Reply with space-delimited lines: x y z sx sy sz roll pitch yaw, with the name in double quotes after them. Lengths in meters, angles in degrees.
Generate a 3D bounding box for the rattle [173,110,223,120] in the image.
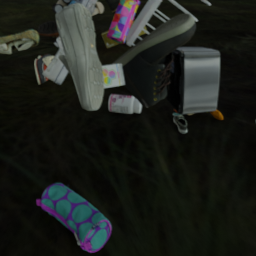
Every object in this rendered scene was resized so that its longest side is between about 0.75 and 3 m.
2.314 -0.421 9.447 1.426 1.018 0.928 -24 -2 -33 "rattle"

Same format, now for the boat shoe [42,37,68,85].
-1.979 -2.577 8.945 0.775 2.371 0.872 26 2 -20 "boat shoe"

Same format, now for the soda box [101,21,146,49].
-0.164 -3.712 10.980 1.697 0.575 0.543 -22 22 -1 "soda box"

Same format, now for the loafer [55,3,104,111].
-0.970 -1.340 5.513 0.726 2.079 0.727 -10 -2 20 "loafer"

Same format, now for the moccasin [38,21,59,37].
-2.570 -3.731 10.652 1.682 0.649 0.615 -11 76 -2 "moccasin"

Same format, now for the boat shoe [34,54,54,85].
-3.695 -2.717 12.729 0.871 0.991 2.783 -3 27 -9 "boat shoe"

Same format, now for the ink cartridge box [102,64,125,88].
-0.546 -1.082 6.022 0.904 0.469 0.268 -14 9 -27 "ink cartridge box"

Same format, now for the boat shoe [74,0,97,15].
-1.438 -4.240 9.761 0.665 2.034 0.748 12 43 -39 "boat shoe"

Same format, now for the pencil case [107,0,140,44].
-0.129 -2.998 7.699 0.581 1.315 0.581 21 8 -3 "pencil case"

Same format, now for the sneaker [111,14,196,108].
0.782 -1.430 6.453 1.024 1.454 2.738 -48 17 -27 "sneaker"

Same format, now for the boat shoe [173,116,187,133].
1.746 -0.221 9.218 0.357 0.321 1.009 -4 32 -6 "boat shoe"

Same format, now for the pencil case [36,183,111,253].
-1.103 1.765 5.666 1.594 0.678 0.737 26 34 36 "pencil case"

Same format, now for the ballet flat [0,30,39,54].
-3.661 -2.648 8.922 1.698 0.600 0.600 -19 34 -6 "ballet flat"

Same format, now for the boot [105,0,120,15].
-0.257 -3.962 8.198 1.036 0.717 0.401 -52 35 -8 "boot"

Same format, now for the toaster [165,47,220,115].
1.659 -1.323 7.535 1.081 1.647 1.821 -5 19 -3 "toaster"

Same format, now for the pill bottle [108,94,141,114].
-0.100 -0.830 9.909 1.108 0.628 0.628 7 32 10 "pill bottle"

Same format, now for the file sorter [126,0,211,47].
1.131 -3.256 8.443 1.391 2.234 1.550 31 27 -15 "file sorter"

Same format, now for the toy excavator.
-2.121 -5.029 11.858 1.689 1.642 0.844 36 7 -31 "toy excavator"
